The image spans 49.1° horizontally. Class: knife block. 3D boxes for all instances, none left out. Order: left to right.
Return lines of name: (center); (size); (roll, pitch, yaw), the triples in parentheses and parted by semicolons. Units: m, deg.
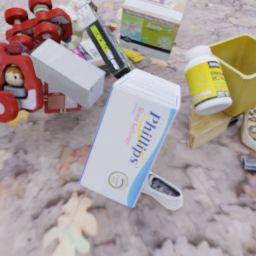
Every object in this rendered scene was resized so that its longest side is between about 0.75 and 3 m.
knife block: (3.470, -0.133, 10.964); (2.109, 0.769, 2.402); (8, 45, 9)

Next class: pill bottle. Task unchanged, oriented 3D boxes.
pill bottle: (2.432, -1.497, 8.849); (1.120, 1.120, 1.991); (-11, 76, -10)

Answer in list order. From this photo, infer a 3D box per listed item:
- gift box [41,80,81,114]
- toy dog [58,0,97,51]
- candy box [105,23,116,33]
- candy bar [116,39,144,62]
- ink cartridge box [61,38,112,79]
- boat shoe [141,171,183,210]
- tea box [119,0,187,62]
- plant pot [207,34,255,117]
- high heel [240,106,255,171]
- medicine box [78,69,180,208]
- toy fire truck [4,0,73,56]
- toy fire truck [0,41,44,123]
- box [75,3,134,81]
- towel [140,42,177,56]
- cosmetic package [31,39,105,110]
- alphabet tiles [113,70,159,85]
gift box: (-2.411, -1.646, 10.089); (1.575, 1.706, 1.593); (-3, 40, -26)
toy dog: (-2.167, -4.492, 11.820); (1.484, 2.127, 2.063); (39, 22, 17)
candy box: (-0.902, -4.380, 12.502); (0.476, 0.816, 0.230); (0, 84, -26)
candy bar: (-0.295, -4.360, 15.398); (0.721, 0.320, 2.892); (-28, 51, -29)
ink cartridge box: (-2.309, -3.283, 13.904); (2.115, 0.964, 2.568); (-22, 51, -21)
boat shoe: (0.745, 1.801, 9.086); (2.280, 0.781, 0.821); (34, 55, 29)
tea box: (0.994, -4.454, 12.085); (2.386, 2.348, 1.595); (17, 63, 4)
plant pot: (3.917, -1.679, 9.927); (2.118, 2.181, 2.132); (-23, 48, -19)
high heel: (5.293, 0.327, 10.228); (2.103, 1.054, 2.951); (4, 62, 13)
medicine box: (0.167, 0.061, 7.049); (1.426, 2.523, 2.770); (23, 20, 4)
toy fire truck: (-3.192, -3.573, 10.460); (2.516, 2.113, 1.411); (-17, 80, 15)
toy fire truck: (-3.815, -1.496, 8.512); (2.683, 2.253, 1.504); (10, 21, 19)
box: (-0.558, -2.698, 9.911); (0.628, 2.551, 2.641); (-32, 78, 9)
towel: (1.088, -5.082, 16.025); (2.505, 0.433, 2.412); (-23, 50, -20)
cosmetic package: (-1.590, -1.427, 7.535); (1.859, 0.993, 0.838); (31, 62, 6)
alphabet tiles: (0.503, -2.109, 13.382); (2.250, 0.071, 1.873); (-17, 48, -16)
